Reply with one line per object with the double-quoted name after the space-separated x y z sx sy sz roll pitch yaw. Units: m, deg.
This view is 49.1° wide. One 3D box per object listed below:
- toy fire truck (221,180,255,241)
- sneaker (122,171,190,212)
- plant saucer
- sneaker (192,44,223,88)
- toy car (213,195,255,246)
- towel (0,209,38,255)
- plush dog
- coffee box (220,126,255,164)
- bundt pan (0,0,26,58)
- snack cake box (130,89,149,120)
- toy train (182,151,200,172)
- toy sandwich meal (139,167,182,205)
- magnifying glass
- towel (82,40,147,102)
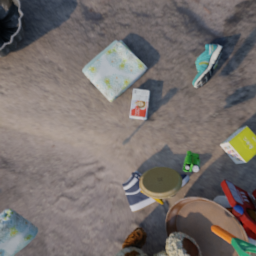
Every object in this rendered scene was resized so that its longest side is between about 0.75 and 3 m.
2.965 2.035 6.996 1.213 1.444 0.810 27 119 -17 "toy fire truck"
0.854 1.759 9.200 2.172 0.761 1.179 -27 84 -1 "sneaker"
2.369 3.273 8.467 2.627 0.452 2.627 10 107 37 "plant saucer"
2.720 -2.208 10.004 0.719 0.699 1.805 24 76 24 "sneaker"
3.498 2.926 8.706 1.802 1.351 1.577 -3 80 0 "toy car"
-2.472 2.207 5.286 1.323 1.133 0.319 -40 59 -17 "towel"
0.567 4.523 8.374 2.485 2.321 2.893 18 52 17 "plush dog"
3.780 0.586 9.337 0.866 0.856 0.865 -39 83 -6 "coffee box"
-4.938 -3.646 9.942 2.794 1.049 2.794 0 81 1 "bundt pan"
0.404 -0.821 9.833 0.581 0.340 1.011 8 81 -1 "snack cake box"
1.552 0.823 6.784 0.370 1.312 0.274 15 101 12 "toy train"
0.834 1.494 7.372 1.242 1.242 0.425 -13 123 -2 "toy sandwich meal"
2.729 2.830 6.804 0.808 2.031 0.227 10 88 -19 "magnifying glass"
-0.468 -2.069 9.989 1.832 0.441 1.569 -42 82 -6 "towel"
